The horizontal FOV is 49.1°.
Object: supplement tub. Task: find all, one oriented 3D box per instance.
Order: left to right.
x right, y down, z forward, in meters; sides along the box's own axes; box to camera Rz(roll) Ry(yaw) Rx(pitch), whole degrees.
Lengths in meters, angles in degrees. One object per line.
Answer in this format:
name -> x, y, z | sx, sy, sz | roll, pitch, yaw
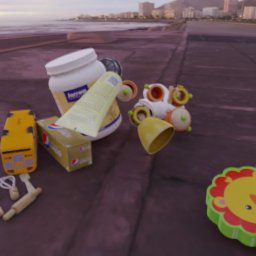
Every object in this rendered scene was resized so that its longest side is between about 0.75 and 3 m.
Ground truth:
supplement tub -> -1.360, -1.011, 8.713 | 1.785, 2.455, 1.785 | -15, 25, 8

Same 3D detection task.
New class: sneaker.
sneaker -> 0.869, -1.073, 11.197 | 1.569, 1.000, 2.716 | -7, 26, -22

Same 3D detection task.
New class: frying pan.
frying pan -> -0.914, -2.268, 9.763 | 1.178, 1.947, 0.317 | -20, -16, 7

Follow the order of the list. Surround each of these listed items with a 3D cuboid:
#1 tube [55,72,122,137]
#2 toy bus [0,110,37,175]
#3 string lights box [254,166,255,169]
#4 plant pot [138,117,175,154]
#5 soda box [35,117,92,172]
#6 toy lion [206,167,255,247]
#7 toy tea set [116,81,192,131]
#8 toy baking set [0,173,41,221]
tube -> -0.805, -0.609, 6.847 | 0.707, 0.632, 2.436 | -20, 25, 29
toy bus -> -3.111, 0.271, 8.165 | 0.813, 0.978, 2.499 | -8, 25, -14
string lights box -> 3.268, 1.297, 6.416 | 0.913, 0.524, 1.776 | 18, 30, 36
plant pot -> 0.664, 0.114, 7.517 | 0.970, 0.970, 0.688 | -21, 55, -39
soda box -> -1.925, 0.399, 8.156 | 0.716, 0.757, 2.235 | -17, 29, -34
toy lion -> 2.794, 1.455, 5.197 | 2.384, 0.819, 2.286 | -20, 36, -19
toy tea set -> 0.898, -0.729, 8.773 | 2.645, 1.573, 0.979 | 5, -7, -16
toy baking set -> -2.700, 1.490, 6.388 | 1.309, 0.198, 1.705 | 12, 27, 26
